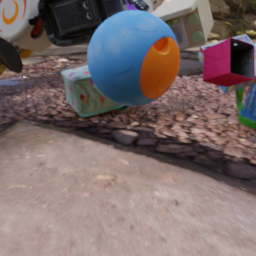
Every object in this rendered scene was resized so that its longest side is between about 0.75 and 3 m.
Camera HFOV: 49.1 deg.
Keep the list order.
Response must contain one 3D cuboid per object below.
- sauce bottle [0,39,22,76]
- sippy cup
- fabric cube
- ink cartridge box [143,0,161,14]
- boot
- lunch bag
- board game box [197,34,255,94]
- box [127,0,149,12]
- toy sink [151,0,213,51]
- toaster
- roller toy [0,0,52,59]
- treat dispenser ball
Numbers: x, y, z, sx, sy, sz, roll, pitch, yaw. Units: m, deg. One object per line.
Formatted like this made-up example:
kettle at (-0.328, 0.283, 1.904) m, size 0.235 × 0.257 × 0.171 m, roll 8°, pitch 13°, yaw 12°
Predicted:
sauce bottle at (-3.769, -1.701, 7.864) m, size 0.588 × 0.588 × 1.819 m, roll 18°, pitch 66°, yaw 39°
sippy cup at (4.961, -1.020, 9.826) m, size 2.429 × 1.780 × 1.908 m, roll 11°, pitch 25°, yaw 25°
fabric cube at (2.222, -1.416, 6.222) m, size 0.780 × 0.795 × 0.793 m, roll 6°, pitch -7°, yaw -27°
ink cartridge box at (0.226, -4.746, 12.236) m, size 2.768 × 0.939 × 1.605 m, roll -16°, pitch 4°, yaw 1°
boot at (-3.909, -1.899, 7.601) m, size 1.767 × 1.647 × 0.568 m, roll -19°, pitch 28°, yaw 33°
lunch bag at (-0.988, -1.722, 11.624) m, size 2.993 × 1.825 × 2.549 m, roll -15°, pitch 25°, yaw -21°
board game box at (3.055, -1.852, 7.975) m, size 1.566 × 0.438 × 1.534 m, roll -18°, pitch 60°, yaw -11°
box at (-0.080, -3.509, 9.104) m, size 0.896 × 1.466 × 0.777 m, roll 46°, pitch 58°, yaw 8°
toy sink at (1.794, -3.484, 9.488) m, size 1.635 × 1.405 × 2.508 m, roll -7°, pitch 31°, yaw 30°
toaster at (-1.199, -3.176, 7.800) m, size 2.672 × 1.518 × 1.726 m, roll -12°, pitch 20°, yaw 17°
roller toy at (-3.104, -3.371, 8.805) m, size 1.846 × 2.023 × 1.414 m, roll -15°, pitch -11°, yaw 27°
treat dispenser ball at (0.116, -1.498, 6.195) m, size 2.030 × 2.030 × 2.030 m, roll 0°, pitch 21°, yaw 0°
